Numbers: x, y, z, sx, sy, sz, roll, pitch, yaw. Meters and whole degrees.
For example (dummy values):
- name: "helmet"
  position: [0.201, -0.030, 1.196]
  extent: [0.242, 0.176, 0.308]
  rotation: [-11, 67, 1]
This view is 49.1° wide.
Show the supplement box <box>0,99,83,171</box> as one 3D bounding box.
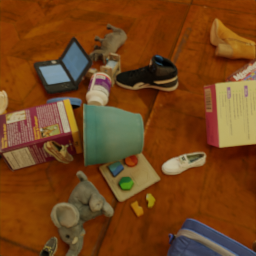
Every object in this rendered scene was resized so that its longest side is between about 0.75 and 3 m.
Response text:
- name: "supplement box"
  position: [-3.040, 0.230, 9.811]
  extent: [2.535, 1.308, 1.659]
  rotation: [-14, 53, -11]

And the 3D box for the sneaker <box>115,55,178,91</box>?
- name: "sneaker"
  position: [0.736, -2.414, 11.704]
  extent: [2.714, 1.518, 0.991]
  rotation: [5, 56, 10]

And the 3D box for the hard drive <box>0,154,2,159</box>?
- name: "hard drive"
  position: [-4.940, 1.019, 9.879]
  extent: [0.850, 0.230, 1.217]
  rotation: [12, 52, 10]

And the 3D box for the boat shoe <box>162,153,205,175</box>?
- name: "boat shoe"
  position: [1.902, 1.135, 9.595]
  extent: [1.568, 0.524, 0.577]
  rotation: [-16, 53, -13]

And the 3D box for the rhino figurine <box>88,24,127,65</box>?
- name: "rhino figurine"
  position: [-1.050, -3.924, 13.467]
  extent: [1.223, 0.836, 2.798]
  rotation: [22, 56, 16]

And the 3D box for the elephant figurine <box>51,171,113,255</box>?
- name: "elephant figurine"
  position: [-1.537, 2.603, 8.045]
  extent: [1.977, 1.399, 1.534]
  rotation: [-40, 31, -10]

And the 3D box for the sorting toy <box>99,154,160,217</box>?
- name: "sorting toy"
  position: [0.203, 1.733, 9.265]
  extent: [1.619, 0.291, 2.173]
  rotation: [-25, 55, -18]

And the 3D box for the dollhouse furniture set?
- name: "dollhouse furniture set"
  position: [-1.204, -2.653, 12.301]
  extent: [1.461, 1.024, 1.030]
  rotation: [15, 53, 11]

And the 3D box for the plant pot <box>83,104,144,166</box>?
- name: "plant pot"
  position: [-0.519, 0.236, 9.438]
  extent: [1.932, 2.056, 2.056]
  rotation: [0, 51, -8]

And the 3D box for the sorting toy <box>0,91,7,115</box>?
- name: "sorting toy"
  position: [-5.680, -1.053, 11.232]
  extent: [1.642, 0.877, 1.478]
  rotation: [-24, 47, -17]

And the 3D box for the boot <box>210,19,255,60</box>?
- name: "boot"
  position: [5.182, -4.328, 13.840]
  extent: [1.910, 0.939, 2.668]
  rotation: [5, 55, -3]

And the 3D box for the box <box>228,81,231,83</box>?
- name: "box"
  position: [4.410, -1.078, 11.249]
  extent: [1.358, 0.707, 1.237]
  rotation: [24, 54, 17]

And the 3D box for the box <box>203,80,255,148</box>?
- name: "box"
  position: [4.058, -0.539, 9.817]
  extent: [2.430, 1.175, 2.137]
  rotation: [-6, 94, -3]

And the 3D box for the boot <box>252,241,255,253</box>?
- name: "boot"
  position: [4.816, 3.721, 7.230]
  extent: [2.096, 0.981, 2.696]
  rotation: [-26, 57, -19]

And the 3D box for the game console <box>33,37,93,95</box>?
- name: "game console"
  position: [-2.879, -2.745, 12.096]
  extent: [1.975, 1.360, 2.291]
  rotation: [-15, 50, -26]

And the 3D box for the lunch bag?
- name: "lunch bag"
  position: [2.041, 3.434, 7.038]
  extent: [2.421, 1.645, 1.602]
  rotation: [26, 55, 21]

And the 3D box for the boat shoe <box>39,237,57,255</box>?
- name: "boat shoe"
  position: [-2.273, 3.502, 7.859]
  extent: [0.329, 0.278, 0.923]
  rotation: [13, 52, 10]

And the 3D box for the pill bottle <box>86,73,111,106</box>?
- name: "pill bottle"
  position: [-1.214, -1.461, 11.447]
  extent: [0.880, 0.880, 1.566]
  rotation: [5, 52, 4]

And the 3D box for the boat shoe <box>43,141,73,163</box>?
- name: "boat shoe"
  position: [-2.170, 0.766, 8.922]
  extent: [0.401, 1.086, 0.411]
  rotation: [-34, 41, 23]

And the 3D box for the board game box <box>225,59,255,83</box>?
- name: "board game box"
  position: [5.572, -2.347, 12.587]
  extent: [2.292, 0.223, 1.180]
  rotation: [-33, 57, -24]

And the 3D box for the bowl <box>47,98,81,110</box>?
- name: "bowl"
  position: [-2.467, -0.906, 10.839]
  extent: [1.312, 1.312, 0.258]
  rotation: [-4, 85, -3]
